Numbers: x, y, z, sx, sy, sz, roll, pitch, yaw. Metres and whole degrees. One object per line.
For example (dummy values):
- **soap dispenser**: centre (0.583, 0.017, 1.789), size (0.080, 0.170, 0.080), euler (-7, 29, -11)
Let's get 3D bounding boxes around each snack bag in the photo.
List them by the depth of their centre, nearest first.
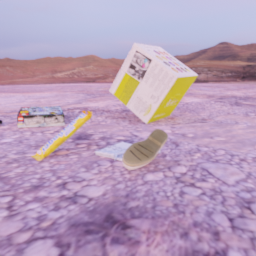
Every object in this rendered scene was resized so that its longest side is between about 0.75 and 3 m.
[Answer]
- **snack bag**: centre (0.002, 0.696, 8.111), size (1.459, 0.156, 1.376), euler (9, 15, 37)

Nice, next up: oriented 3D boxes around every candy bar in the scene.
- **candy bar**: centre (-1.881, 0.202, 8.191), size (0.547, 0.243, 2.194), euler (9, 46, 49)

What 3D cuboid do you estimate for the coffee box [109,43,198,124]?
- **coffee box**: centre (1.226, -2.122, 13.371), size (2.605, 2.634, 2.630), euler (42, 30, 18)

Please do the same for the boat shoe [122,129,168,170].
- **boat shoe**: centre (0.437, 0.652, 7.189), size (0.645, 0.590, 1.726), euler (38, 42, 21)

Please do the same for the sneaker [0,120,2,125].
- **sneaker**: centre (-6.186, -0.364, 11.856), size (1.565, 0.685, 0.593), euler (-3, 12, -13)

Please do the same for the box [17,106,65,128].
- **box**: centre (-4.078, -0.573, 13.135), size (1.952, 0.569, 2.851), euler (-4, 12, -17)
